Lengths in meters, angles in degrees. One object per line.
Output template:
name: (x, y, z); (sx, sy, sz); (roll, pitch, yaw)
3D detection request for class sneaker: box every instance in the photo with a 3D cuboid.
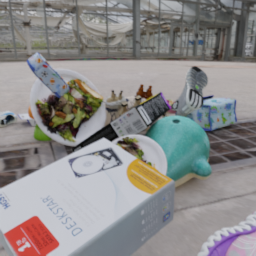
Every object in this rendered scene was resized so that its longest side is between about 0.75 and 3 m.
sneaker: (-5.514, -0.288, 11.749); (0.638, 0.632, 1.760); (20, 28, 31)
sneaker: (1.934, -1.130, 9.393); (0.808, 1.244, 2.154); (35, 44, -9)
sneaker: (1.870, 2.045, 4.311); (2.145, 0.863, 0.948); (-12, 29, -34)

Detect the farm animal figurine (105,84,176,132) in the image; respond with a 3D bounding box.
farm animal figurine: (0.624, -0.432, 10.816); (2.506, 1.321, 2.533); (-12, 46, -27)

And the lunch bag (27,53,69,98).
lunch bag: (-2.256, -1.458, 7.940); (0.515, 1.363, 1.092); (-41, 29, -5)

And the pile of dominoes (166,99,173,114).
pile of dominoes: (2.259, -1.378, 15.281); (2.337, 0.477, 2.999); (2, 19, 5)

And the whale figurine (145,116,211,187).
whale figurine: (1.013, 0.684, 7.173); (2.262, 1.475, 2.843); (15, 34, 26)

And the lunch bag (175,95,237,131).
lunch bag: (3.314, -0.694, 12.058); (1.735, 1.300, 2.041); (-12, 12, -30)

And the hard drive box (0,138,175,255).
hard drive box: (-0.609, 1.120, 3.817); (2.023, 0.777, 1.576); (-27, 38, -35)

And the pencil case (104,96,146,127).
pencil case: (-0.260, -0.669, 12.091); (2.912, 1.302, 1.133); (-15, 52, -38)

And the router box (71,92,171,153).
router box: (-0.182, 0.023, 8.374); (2.619, 0.669, 1.954); (-32, 1, 32)

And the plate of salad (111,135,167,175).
plate of salad: (0.069, 0.822, 6.297); (1.592, 0.382, 1.592); (-5, 60, 8)

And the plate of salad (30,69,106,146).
plate of salad: (-1.896, -0.780, 9.581); (2.850, 2.850, 0.685); (-17, -5, -42)

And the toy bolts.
toy bolts: (-2.363, -0.856, 10.985); (2.484, 1.803, 2.600); (3, 27, 6)

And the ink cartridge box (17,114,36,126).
ink cartridge box: (-3.845, -0.447, 12.576); (2.008, 0.394, 0.999); (-8, 20, -28)
